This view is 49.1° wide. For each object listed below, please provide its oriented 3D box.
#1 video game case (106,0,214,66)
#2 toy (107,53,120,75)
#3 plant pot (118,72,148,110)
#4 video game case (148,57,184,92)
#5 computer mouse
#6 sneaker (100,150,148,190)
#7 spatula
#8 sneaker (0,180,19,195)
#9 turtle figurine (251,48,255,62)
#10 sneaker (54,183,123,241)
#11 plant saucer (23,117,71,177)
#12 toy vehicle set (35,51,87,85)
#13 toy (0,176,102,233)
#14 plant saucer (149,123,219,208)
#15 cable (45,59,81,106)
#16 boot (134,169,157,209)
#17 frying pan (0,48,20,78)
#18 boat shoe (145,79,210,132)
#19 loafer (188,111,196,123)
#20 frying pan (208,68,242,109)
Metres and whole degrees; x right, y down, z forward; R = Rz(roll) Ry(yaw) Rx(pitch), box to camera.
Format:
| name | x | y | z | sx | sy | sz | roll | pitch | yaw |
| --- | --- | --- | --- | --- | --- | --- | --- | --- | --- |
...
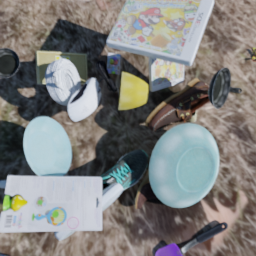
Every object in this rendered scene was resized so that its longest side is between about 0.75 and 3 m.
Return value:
| name | x | y | z | sx | sy | sz | roll | pitch | yaw |
| --- | --- | --- | --- | --- | --- | --- | --- | --- | --- |
| video game case | 0.996 | -3.249 | 8.667 | 2.688 | 0.308 | 2.446 | 17 | 71 | 15 |
| toy | -0.560 | -2.564 | 11.041 | 0.507 | 0.208 | 0.880 | 4 | 78 | -10 |
| plant pot | 0.167 | -1.155 | 9.178 | 0.886 | 1.248 | 1.248 | 6 | 72 | -3 |
| video game case | 1.334 | -2.157 | 9.587 | 1.447 | 1.591 | 0.182 | -20 | 31 | -27 |
| computer mouse | -1.147 | -1.144 | 9.503 | 0.550 | 1.374 | 2.505 | 8 | 48 | 28 |
| sneaker | -0.387 | 1.732 | 9.170 | 2.677 | 1.221 | 1.039 | -43 | 82 | -3 |
| spatula | 2.127 | 3.793 | 9.171 | 2.654 | 0.273 | 0.750 | -27 | 80 | -9 |
| sneaker | -3.867 | 2.048 | 9.650 | 1.292 | 0.493 | 0.520 | 0 | 82 | 2 |
| turtle figurine | 5.329 | -2.953 | 11.327 | 0.839 | 0.270 | 0.676 | -17 | 65 | 3 |
| sneaker | -1.309 | 2.277 | 8.248 | 2.484 | 0.907 | 0.879 | -37 | 74 | 3 |
| plant saucer | -2.478 | 0.640 | 8.412 | 0.375 | 1.948 | 1.948 | -15 | 70 | 26 |
| toy vehicle set | -2.407 | -2.172 | 10.273 | 1.837 | 0.244 | 1.142 | -4 | 98 | -28 |
| toy | -2.004 | 2.078 | 7.575 | 2.538 | 0.599 | 1.461 | 4 | 60 | -13 |
| plant saucer | 2.013 | 1.286 | 9.015 | 2.845 | 0.548 | 2.845 | -3 | 98 | -25 |
| cable | -2.133 | -1.502 | 9.414 | 0.548 | 1.583 | 1.582 | -9 | 44 | 17 |
| boot | 1.031 | 2.205 | 9.464 | 1.305 | 0.568 | 1.569 | 21 | 67 | 16 |
| frying pan | -3.976 | -1.736 | 8.609 | 0.951 | 0.256 | 1.572 | 36 | 87 | 4 |
| boat shoe | 1.817 | -0.684 | 9.465 | 2.737 | 0.964 | 0.963 | -38 | 70 | -19 |
| loafer | 2.358 | -0.865 | 10.565 | 0.496 | 0.447 | 1.310 | -9 | 73 | -3 |
| frying pan | 2.986 | -1.345 | 8.572 | 0.332 | 1.233 | 2.039 | 17 | 36 | 38 |
